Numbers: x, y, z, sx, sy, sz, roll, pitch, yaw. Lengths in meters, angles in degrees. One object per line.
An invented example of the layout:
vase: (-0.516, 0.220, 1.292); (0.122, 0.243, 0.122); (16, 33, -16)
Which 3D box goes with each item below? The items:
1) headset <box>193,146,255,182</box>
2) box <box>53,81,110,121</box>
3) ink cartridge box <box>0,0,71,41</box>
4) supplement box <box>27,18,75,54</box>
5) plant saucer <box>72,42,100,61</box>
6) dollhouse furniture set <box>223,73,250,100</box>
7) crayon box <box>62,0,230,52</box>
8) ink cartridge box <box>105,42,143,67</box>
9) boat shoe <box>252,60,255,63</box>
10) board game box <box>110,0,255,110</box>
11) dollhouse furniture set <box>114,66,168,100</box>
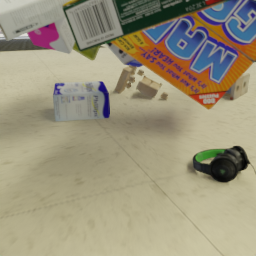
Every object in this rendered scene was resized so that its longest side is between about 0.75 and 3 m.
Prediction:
headset: (1.968, 0.579, 5.389); (0.944, 0.718, 1.529); (-21, 19, -40)
box: (-1.477, -0.886, 8.817); (1.624, 0.852, 1.493); (-4, 23, -11)
ink cartridge box: (-1.562, -2.787, 5.511); (2.471, 0.502, 2.466); (-28, 47, -13)
supplement box: (-1.808, -3.294, 7.471); (1.117, 2.206, 1.140); (15, -13, 6)
plant saucer: (-1.608, -3.910, 10.246); (2.140, 2.137, 0.512); (32, 23, 11)
dollhouse furniture set: (3.696, -2.417, 10.762); (1.569, 2.226, 1.560); (17, 27, 35)
crayon box: (0.527, -1.666, 3.464); (2.040, 0.595, 1.760); (-9, 22, 28)
ink cartridge box: (-0.192, -2.200, 7.386); (2.122, 0.416, 1.055); (48, 22, 11)
boat shoe: (3.948, -2.211, 8.336); (0.337, 0.397, 1.092); (9, -18, -37)
board game box: (1.681, -2.767, 6.832); (2.809, 2.807, 2.807); (32, 29, -8)
dollhouse furniture set: (0.616, -1.549, 11.202); (2.016, 0.984, 1.719); (28, 27, 4)
